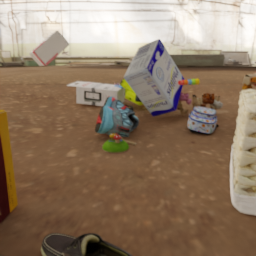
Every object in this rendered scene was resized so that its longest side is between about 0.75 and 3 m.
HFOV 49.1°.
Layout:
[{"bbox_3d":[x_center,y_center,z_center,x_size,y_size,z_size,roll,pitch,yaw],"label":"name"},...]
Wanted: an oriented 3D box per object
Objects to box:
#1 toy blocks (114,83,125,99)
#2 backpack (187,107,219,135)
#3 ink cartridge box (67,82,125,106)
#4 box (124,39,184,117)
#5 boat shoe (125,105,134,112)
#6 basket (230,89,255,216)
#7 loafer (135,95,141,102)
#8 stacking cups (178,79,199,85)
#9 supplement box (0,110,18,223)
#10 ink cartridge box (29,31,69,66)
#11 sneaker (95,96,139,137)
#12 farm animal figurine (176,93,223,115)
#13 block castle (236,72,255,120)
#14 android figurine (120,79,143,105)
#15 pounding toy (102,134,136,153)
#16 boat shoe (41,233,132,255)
[{"bbox_3d":[-0.467,-2.048,15.385,0.757,0.840,0.899,-2,18,-26],"label":"toy blocks"},{"bbox_3d":[2.415,-0.219,9.103,1.064,0.820,1.014,8,28,17],"label":"backpack"},{"bbox_3d":[-1.549,-1.651,13.601,2.526,0.857,1.465,8,19,12],"label":"ink cartridge box"},{"bbox_3d":[1.035,-1.811,10.280,1.063,2.027,1.864,-13,40,37],"label":"box"},{"bbox_3d":[-0.126,-0.871,12.194,0.360,0.304,1.010,-14,21,-40],"label":"boat shoe"},{"bbox_3d":[3.048,0.293,5.366,1.941,1.767,2.864,5,17,19],"label":"basket"},{"bbox_3d":[0.937,-1.351,11.323,0.658,0.653,1.808,3,3,32],"label":"loafer"},{"bbox_3d":[2.240,-1.675,10.387,0.797,0.241,0.241,-9,18,-17],"label":"stacking cups"},{"bbox_3d":[-3.308,0.835,3.537,2.546,1.714,2.582,2,16,7],"label":"supplement box"},{"bbox_3d":[-2.475,-2.431,8.676,0.978,0.570,1.343,-46,24,-10],"label":"ink cartridge box"},{"bbox_3d":[-0.304,-0.247,9.259,1.278,1.061,2.676,19,18,-3],"label":"sneaker"},{"bbox_3d":[2.631,-0.844,11.168,1.828,0.953,1.808,4,3,36],"label":"farm animal figurine"},{"bbox_3d":[4.901,-0.648,8.466,1.343,1.912,2.862,-11,20,-36],"label":"block castle"},{"bbox_3d":[0.995,-1.747,12.918,2.640,0.542,2.403,33,52,28],"label":"android figurine"},{"bbox_3d":[-0.284,0.337,7.675,0.717,0.431,0.929,10,19,32],"label":"pounding toy"},{"bbox_3d":[-0.478,1.517,3.421,1.431,0.464,0.524,8,18,26],"label":"boat shoe"}]
